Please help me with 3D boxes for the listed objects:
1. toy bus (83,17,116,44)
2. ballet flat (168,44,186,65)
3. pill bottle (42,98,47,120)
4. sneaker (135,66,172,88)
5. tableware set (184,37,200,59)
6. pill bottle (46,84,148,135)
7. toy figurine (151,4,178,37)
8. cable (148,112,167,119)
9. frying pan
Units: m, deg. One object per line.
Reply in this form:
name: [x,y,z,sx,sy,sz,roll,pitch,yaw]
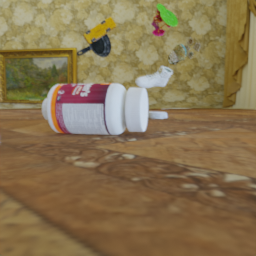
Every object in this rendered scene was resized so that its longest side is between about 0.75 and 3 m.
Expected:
toy bus: [-1.188,-4.024,11.636,1.409,0.459,0.552,-37,12,-7]
ballet flat: [1.905,-2.858,11.235,0.638,0.638,1.805,0,4,2]
pill bottle: [-2.192,-0.745,11.242,2.340,1.278,1.278,1,5,14]
sneaker: [1.107,-2.171,11.622,1.622,0.598,0.937,-11,-31,-35]
tableware set: [2.493,-3.156,11.101,0.095,0.681,0.816,2,42,-37]
pill bottle: [-0.833,-0.536,8.009,2.660,1.457,1.457,1,5,14]
toy figurine: [1.141,-3.769,10.124,0.751,1.000,0.920,-41,1,-38]
cable: [1.654,-0.710,15.716,1.100,0.381,1.100,1,5,6]
frying pan: [-1.490,-3.575,12.765,0.372,2.286,1.383,-8,-42,42]
